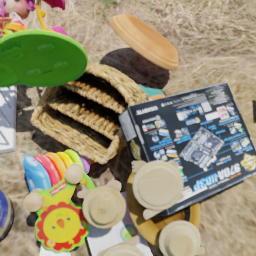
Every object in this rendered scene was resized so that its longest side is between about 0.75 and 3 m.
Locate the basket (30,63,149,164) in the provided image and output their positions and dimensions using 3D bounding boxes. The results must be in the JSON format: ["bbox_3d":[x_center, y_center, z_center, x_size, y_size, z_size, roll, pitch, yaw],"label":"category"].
[{"bbox_3d":[-0.950,-0.590,7.297,2.527,1.804,1.883,29,32,19],"label":"basket"}]

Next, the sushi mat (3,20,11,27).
[{"bbox_3d":[-3.867,-2.690,8.968,0.102,1.682,0.804,24,32,1],"label":"sushi mat"}]

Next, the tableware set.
[{"bbox_3d":[0.247,1.898,5.412,2.117,0.294,2.534,-18,96,1],"label":"tableware set"}]

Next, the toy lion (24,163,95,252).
[{"bbox_3d":[-1.313,1.770,5.970,1.572,0.540,1.506,-35,94,-5],"label":"toy lion"}]

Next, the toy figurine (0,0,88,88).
[{"bbox_3d":[-2.439,-2.507,6.765,2.766,2.077,2.546,-13,69,11],"label":"toy figurine"}]

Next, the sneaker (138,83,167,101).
[{"bbox_3d":[1.018,-0.652,8.330,2.168,0.774,0.866,38,60,18],"label":"sneaker"}]

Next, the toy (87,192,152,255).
[{"bbox_3d":[-0.210,2.628,6.271,1.204,0.493,2.090,-21,53,-7],"label":"toy"}]

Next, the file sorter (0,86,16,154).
[{"bbox_3d":[-4.470,-0.837,7.836,2.021,1.813,2.912,-10,57,-6],"label":"file sorter"}]

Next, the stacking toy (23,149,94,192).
[{"bbox_3d":[-1.427,0.975,7.135,2.163,1.187,1.255,-22,31,-34],"label":"stacking toy"}]

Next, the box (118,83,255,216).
[{"bbox_3d":[1.534,0.356,6.549,2.989,0.688,2.376,-16,80,-26],"label":"box"}]

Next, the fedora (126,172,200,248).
[{"bbox_3d":[0.708,1.802,6.510,2.006,0.818,2.006,12,58,-20],"label":"fedora"}]

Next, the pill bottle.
[{"bbox_3d":[-3.600,1.578,5.594,1.493,2.670,1.493,-3,62,7],"label":"pill bottle"}]

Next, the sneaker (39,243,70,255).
[{"bbox_3d":[-1.558,2.897,6.013,0.664,0.423,1.148,-9,35,-23],"label":"sneaker"}]

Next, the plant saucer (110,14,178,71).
[{"bbox_3d":[0.600,-2.729,8.629,2.500,0.468,2.500,30,27,-17],"label":"plant saucer"}]
